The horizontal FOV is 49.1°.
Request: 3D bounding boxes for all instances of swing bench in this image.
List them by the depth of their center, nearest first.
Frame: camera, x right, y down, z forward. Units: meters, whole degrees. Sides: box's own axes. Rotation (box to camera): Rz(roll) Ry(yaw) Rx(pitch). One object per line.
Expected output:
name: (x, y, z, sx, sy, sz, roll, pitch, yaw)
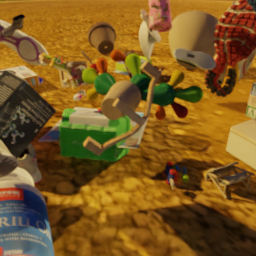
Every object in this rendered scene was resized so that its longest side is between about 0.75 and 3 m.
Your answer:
swing bench: (2.389, 1.164, 6.647, 0.773, 0.504, 0.777, -13, 32, -20)

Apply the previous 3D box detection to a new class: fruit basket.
fruit basket: (-0.802, -0.164, 8.148, 2.618, 1.325, 2.826, 5, 28, 9)

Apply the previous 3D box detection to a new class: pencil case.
pencil case: (0.950, -3.964, 8.773, 0.767, 1.853, 0.802, -2, -4, -43)

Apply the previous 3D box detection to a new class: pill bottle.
pill bottle: (-2.036, 1.781, 4.674, 1.418, 1.418, 2.526, -11, 32, -18)

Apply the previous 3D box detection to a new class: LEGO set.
LEGO set: (-1.485, -1.436, 7.076, 0.558, 1.499, 0.690, -14, 39, 34)

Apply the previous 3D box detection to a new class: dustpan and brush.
dustpan and brush: (0.728, -3.408, 9.700, 0.610, 1.487, 2.130, 14, -8, 32)

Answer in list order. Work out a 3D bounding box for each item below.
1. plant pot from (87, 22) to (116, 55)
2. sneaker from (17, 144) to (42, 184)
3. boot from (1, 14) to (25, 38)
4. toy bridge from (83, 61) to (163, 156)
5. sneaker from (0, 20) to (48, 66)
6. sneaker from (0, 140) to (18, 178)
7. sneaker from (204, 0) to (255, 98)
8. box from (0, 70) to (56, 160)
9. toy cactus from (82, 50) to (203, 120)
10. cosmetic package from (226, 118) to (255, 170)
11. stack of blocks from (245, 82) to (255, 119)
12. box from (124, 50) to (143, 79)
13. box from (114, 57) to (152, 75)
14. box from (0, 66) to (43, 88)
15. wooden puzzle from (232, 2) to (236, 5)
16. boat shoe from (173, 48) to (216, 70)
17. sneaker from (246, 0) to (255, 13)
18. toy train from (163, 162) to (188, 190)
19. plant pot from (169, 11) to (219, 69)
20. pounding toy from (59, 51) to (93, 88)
plant pot: (-1.453, -5.136, 16.523, 1.731, 1.731, 1.510, -7, 47, -12)
sneaker: (-2.753, 0.633, 7.200, 0.783, 0.849, 1.924, -18, 35, -28)
boot: (-3.806, -3.398, 9.228, 0.307, 0.578, 0.879, 41, 60, -7)
toy bridge: (0.018, -0.213, 3.860, 0.496, 1.476, 0.201, 37, 3, -14)
sneaker: (-3.907, -3.185, 10.103, 2.414, 0.904, 1.203, 32, 22, -17)
sneaker: (-2.309, 0.262, 4.297, 0.588, 1.574, 0.646, -39, 65, -19)
sneaker: (2.744, -2.100, 7.072, 1.078, 2.768, 1.137, 36, 59, 18)
box: (-2.312, -0.199, 5.423, 0.753, 1.045, 1.407, 28, 75, 33)
toy cactus: (0.051, -0.699, 5.809, 2.744, 1.403, 2.264, 23, 31, 12)
cosmetic package: (3.825, 0.665, 7.177, 1.184, 0.836, 2.288, -18, 34, -27)
stack of blocks: (4.860, -0.308, 8.157, 0.771, 1.515, 2.631, -21, 36, -31)
box: (0.197, -2.939, 13.016, 0.656, 0.491, 1.310, -23, 55, 8)
box: (0.249, -3.167, 14.122, 1.160, 0.453, 1.903, 17, 34, 28)
box: (-5.213, -2.041, 12.070, 2.855, 0.592, 1.700, -23, 37, -31)
wooden puzzle: (3.687, -3.594, 9.642, 0.183, 1.563, 1.055, 1, 6, 13)
boat shoe: (1.525, -1.578, 6.520, 1.001, 0.350, 0.331, 15, 1, 4)
sneaker: (2.722, -2.083, 4.656, 0.690, 1.771, 0.621, -50, 3, -9)
toy train: (1.205, 1.222, 6.728, 0.533, 0.390, 0.922, 9, 29, -11)
plant pot: (3.211, -4.056, 13.915, 2.763, 2.763, 1.855, 11, 65, 18)
pounding toy: (-1.474, -1.766, 8.435, 1.156, 1.015, 0.529, -14, 11, -41)
